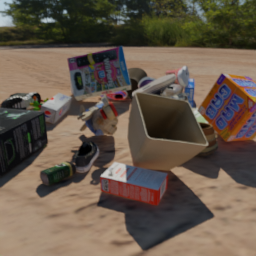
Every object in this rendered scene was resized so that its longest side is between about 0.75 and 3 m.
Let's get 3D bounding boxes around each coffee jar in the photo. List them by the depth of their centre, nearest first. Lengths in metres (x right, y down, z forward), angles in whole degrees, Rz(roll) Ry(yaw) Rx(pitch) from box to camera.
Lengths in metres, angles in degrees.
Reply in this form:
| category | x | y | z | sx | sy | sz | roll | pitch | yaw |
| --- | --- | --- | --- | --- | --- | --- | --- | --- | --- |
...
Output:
| category | x | y | z | sx | sy | sz | roll | pitch | yaw |
| --- | --- | --- | --- | --- | --- | --- | --- | --- | --- |
| coffee jar | -1.847 | 1.185 | 7.442 | 0.893 | 0.381 | 0.465 | -20 | 17 | -41 |

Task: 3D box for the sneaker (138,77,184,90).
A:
| category | x | y | z | sx | sy | sz | roll | pitch | yaw |
| --- | --- | --- | --- | --- | --- | --- | --- | --- | --- |
| sneaker | 1.988 | -1.962 | 15.428 | 2.897 | 1.097 | 1.269 | -3 | 48 | -28 |

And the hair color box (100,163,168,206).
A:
| category | x | y | z | sx | sy | sz | roll | pitch | yaw |
| --- | --- | --- | --- | --- | --- | --- | --- | --- | --- |
| hair color box | 0.152 | 1.349 | 6.907 | 1.483 | 0.474 | 0.822 | 10 | 23 | 21 |

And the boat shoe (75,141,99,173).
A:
| category | x | y | z | sx | sy | sz | roll | pitch | yaw |
| --- | --- | --- | --- | --- | --- | --- | --- | --- | --- |
| boat shoe | -1.278 | 0.704 | 8.477 | 0.597 | 0.565 | 1.707 | 3 | 21 | 7 |

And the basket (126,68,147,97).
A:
| category | x | y | z | sx | sy | sz | roll | pitch | yaw |
| --- | --- | --- | --- | --- | --- | --- | --- | --- | --- |
| basket | 0.221 | -2.641 | 16.422 | 1.758 | 1.326 | 1.950 | -13 | 22 | 12 |

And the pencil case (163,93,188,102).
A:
| category | x | y | z | sx | sy | sz | roll | pitch | yaw |
| --- | --- | --- | --- | --- | --- | --- | --- | --- | --- |
| pencil case | 1.960 | -1.141 | 12.321 | 1.576 | 0.705 | 0.613 | -16 | 39 | -38 |

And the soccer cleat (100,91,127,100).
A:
| category | x | y | z | sx | sy | sz | roll | pitch | yaw |
| --- | --- | --- | --- | --- | --- | --- | --- | --- | --- |
| soccer cleat | -0.885 | -1.820 | 15.310 | 1.636 | 0.558 | 0.599 | 6 | 29 | 13 |

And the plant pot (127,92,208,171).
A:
| category | x | y | z | sx | sy | sz | roll | pitch | yaw |
| --- | --- | --- | --- | --- | --- | --- | --- | --- | --- |
| plant pot | 0.821 | 0.241 | 7.650 | 1.707 | 1.511 | 1.705 | 8 | 43 | -21 |

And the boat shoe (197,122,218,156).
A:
| category | x | y | z | sx | sy | sz | roll | pitch | yaw |
| --- | --- | --- | --- | --- | --- | --- | --- | --- | --- |
| boat shoe | 1.677 | 0.037 | 9.357 | 2.795 | 1.032 | 1.057 | 13 | 33 | 38 |

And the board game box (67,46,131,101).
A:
| category | x | y | z | sx | sy | sz | roll | pitch | yaw |
| --- | --- | --- | --- | --- | --- | --- | --- | --- | --- |
| board game box | -1.505 | -2.849 | 14.761 | 2.978 | 2.197 | 0.957 | -12 | -8 | 0 |

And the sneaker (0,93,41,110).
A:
| category | x | y | z | sx | sy | sz | roll | pitch | yaw |
| --- | --- | --- | --- | --- | --- | --- | --- | --- | --- |
| sneaker | -5.258 | -1.161 | 13.171 | 1.151 | 0.846 | 2.544 | 3 | 17 | 16 |

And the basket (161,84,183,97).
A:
| category | x | y | z | sx | sy | sz | roll | pitch | yaw |
| --- | --- | --- | --- | --- | --- | --- | --- | --- | --- |
| basket | 1.860 | -1.549 | 13.712 | 1.368 | 1.110 | 1.380 | 10 | 24 | 25 |

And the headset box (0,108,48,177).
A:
| category | x | y | z | sx | sy | sz | roll | pitch | yaw |
| --- | --- | --- | --- | --- | --- | --- | --- | --- | --- |
| headset box | -4.123 | 0.256 | 8.728 | 2.288 | 1.219 | 2.628 | 5 | 21 | 15 |

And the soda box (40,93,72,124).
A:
| category | x | y | z | sx | sy | sz | roll | pitch | yaw |
| --- | --- | --- | --- | --- | --- | --- | --- | --- | --- |
| soda box | -3.162 | -0.901 | 12.336 | 0.689 | 0.640 | 2.019 | 18 | 24 | 1 |

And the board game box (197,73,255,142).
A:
| category | x | y | z | sx | sy | sz | roll | pitch | yaw |
| --- | --- | --- | --- | --- | --- | --- | --- | --- | --- |
| board game box | 3.766 | -0.696 | 9.610 | 1.624 | 1.622 | 1.623 | -1 | 42 | -35 |

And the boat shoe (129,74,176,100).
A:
| category | x | y | z | sx | sy | sz | roll | pitch | yaw |
| --- | --- | --- | --- | --- | --- | --- | --- | --- | --- |
| boat shoe | 1.279 | -1.531 | 12.782 | 2.250 | 1.043 | 0.840 | -25 | 22 | 14 |

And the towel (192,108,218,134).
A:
| category | x | y | z | sx | sy | sz | roll | pitch | yaw |
| --- | --- | --- | --- | --- | --- | --- | --- | --- | --- |
| towel | 2.951 | -0.376 | 11.753 | 2.914 | 0.447 | 2.174 | 11 | 21 | 33 |

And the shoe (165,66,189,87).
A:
| category | x | y | z | sx | sy | sz | roll | pitch | yaw |
| --- | --- | --- | --- | --- | --- | --- | --- | --- | --- |
| shoe | 2.381 | -2.463 | 13.868 | 1.049 | 0.824 | 2.306 | -14 | 17 | 22 |

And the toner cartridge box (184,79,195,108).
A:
| category | x | y | z | sx | sy | sz | roll | pitch | yaw |
| --- | --- | --- | --- | --- | --- | --- | --- | --- | --- |
| toner cartridge box | 3.150 | -1.817 | 14.478 | 0.491 | 1.081 | 2.277 | 4 | 20 | 12 |

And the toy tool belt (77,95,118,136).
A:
| category | x | y | z | sx | sy | sz | roll | pitch | yaw |
| --- | --- | --- | --- | --- | --- | --- | --- | --- | --- |
| toy tool belt | -1.094 | -0.235 | 9.574 | 1.382 | 1.404 | 2.248 | -29 | 2 | -6 |

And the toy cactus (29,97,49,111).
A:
| category | x | y | z | sx | sy | sz | roll | pitch | yaw |
| --- | --- | --- | --- | --- | --- | --- | --- | --- | --- |
| toy cactus | -3.950 | -1.085 | 13.292 | 1.171 | 0.726 | 1.419 | 11 | 12 | 0 |

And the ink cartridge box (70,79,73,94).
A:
| category | x | y | z | sx | sy | sz | roll | pitch | yaw |
| --- | --- | --- | --- | --- | --- | --- | --- | --- | --- |
| ink cartridge box | -2.562 | -2.914 | 16.815 | 0.858 | 1.479 | 2.043 | 8 | 22 | 21 |
